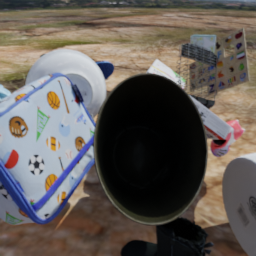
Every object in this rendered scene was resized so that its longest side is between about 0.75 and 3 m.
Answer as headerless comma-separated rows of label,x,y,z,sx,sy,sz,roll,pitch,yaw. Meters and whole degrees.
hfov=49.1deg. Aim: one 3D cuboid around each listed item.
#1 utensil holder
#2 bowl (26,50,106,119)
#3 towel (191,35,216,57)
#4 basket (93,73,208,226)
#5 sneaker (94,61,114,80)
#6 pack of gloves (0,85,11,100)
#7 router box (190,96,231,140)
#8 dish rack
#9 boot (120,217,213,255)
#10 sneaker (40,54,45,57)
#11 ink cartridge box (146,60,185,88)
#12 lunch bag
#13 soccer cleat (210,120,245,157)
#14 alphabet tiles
utensil holder,3.368,1.295,5.186,2.495,2.120,2.120,-7,30,-11
bowl,-1.558,-0.949,7.477,2.243,2.243,1.008,-10,17,-17
towel,2.387,-2.635,9.016,0.806,0.690,0.194,10,20,27
basket,0.259,0.492,5.460,1.746,2.314,2.567,-1,-10,-4
sneaker,-2.155,-2.767,13.625,2.972,1.042,1.158,-21,42,-30
pack of gloves,-3.315,-0.481,7.862,2.316,0.544,2.757,38,2,-11
router box,1.281,-0.210,5.838,1.266,0.309,1.136,33,-11,-14
dish rack,1.899,-1.461,7.953,1.381,1.800,0.491,12,-14,-20
boot,0.567,2.011,4.713,1.569,1.285,0.580,16,34,28
sneaker,-2.203,-1.376,9.684,0.990,2.627,1.030,-5,40,35
ink cartridge box,1.338,-1.704,11.069,1.562,0.906,2.157,35,29,-3
lunch bag,-1.603,0.322,5.511,1.083,2.297,2.867,-14,22,29
soccer cleat,2.151,0.327,6.581,0.613,1.603,0.535,-22,69,-12
alphabet tiles,2.795,-1.948,8.945,0.079,1.758,2.104,14,-20,-36
